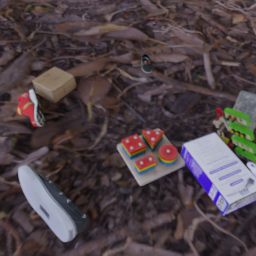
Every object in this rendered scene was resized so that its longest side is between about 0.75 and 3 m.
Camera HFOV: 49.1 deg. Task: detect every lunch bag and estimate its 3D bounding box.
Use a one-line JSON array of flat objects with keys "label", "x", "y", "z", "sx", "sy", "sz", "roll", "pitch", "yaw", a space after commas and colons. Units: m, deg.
[{"label": "lunch bag", "x": 4.025, "y": -0.503, "z": 9.244, "sx": 0.886, "sy": 1.236, "sz": 1.507, "roll": 31, "pitch": 22, "yaw": 31}]

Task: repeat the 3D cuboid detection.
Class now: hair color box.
[{"label": "hair color box", "x": 2.701, "y": 1.287, "z": 8.339, "sx": 1.233, "sy": 0.731, "sz": 2.256, "roll": -18, "pitch": 48, "yaw": -17}]

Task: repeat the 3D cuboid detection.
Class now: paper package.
[{"label": "paper package", "x": -2.955, "y": -1.746, "z": 11.222, "sx": 1.186, "sy": 0.644, "sz": 1.244, "roll": 28, "pitch": 53, "yaw": 23}]

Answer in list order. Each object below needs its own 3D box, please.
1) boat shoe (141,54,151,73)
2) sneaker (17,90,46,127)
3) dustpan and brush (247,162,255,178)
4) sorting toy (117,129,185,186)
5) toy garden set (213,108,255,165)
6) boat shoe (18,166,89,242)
[{"label": "boat shoe", "x": 0.801, "y": -2.862, "z": 12.477, "sx": 0.413, "sy": 0.354, "sz": 1.129, "roll": -5, "pitch": 48, "yaw": -5}, {"label": "sneaker", "x": -3.594, "y": -0.607, "z": 10.208, "sx": 0.857, "sy": 0.777, "sz": 2.018, "roll": -24, "pitch": 42, "yaw": -10}, {"label": "dustpan and brush", "x": 4.311, "y": 2.056, "z": 7.546, "sx": 1.979, "sy": 0.811, "sz": 2.836, "roll": -29, "pitch": 53, "yaw": -24}, {"label": "sorting toy", "x": 0.712, "y": 0.744, "z": 8.898, "sx": 1.636, "sy": 0.573, "sz": 1.646, "roll": -21, "pitch": 51, "yaw": -17}, {"label": "toy garden set", "x": 3.089, "y": 0.235, "z": 8.452, "sx": 0.367, "sy": 1.837, "sz": 1.531, "roll": -33, "pitch": 30, "yaw": -11}, {"label": "boat shoe", "x": -2.120, "y": 1.952, "z": 7.709, "sx": 0.756, "sy": 0.917, "sz": 2.671, "roll": -19, "pitch": 48, "yaw": -43}]
